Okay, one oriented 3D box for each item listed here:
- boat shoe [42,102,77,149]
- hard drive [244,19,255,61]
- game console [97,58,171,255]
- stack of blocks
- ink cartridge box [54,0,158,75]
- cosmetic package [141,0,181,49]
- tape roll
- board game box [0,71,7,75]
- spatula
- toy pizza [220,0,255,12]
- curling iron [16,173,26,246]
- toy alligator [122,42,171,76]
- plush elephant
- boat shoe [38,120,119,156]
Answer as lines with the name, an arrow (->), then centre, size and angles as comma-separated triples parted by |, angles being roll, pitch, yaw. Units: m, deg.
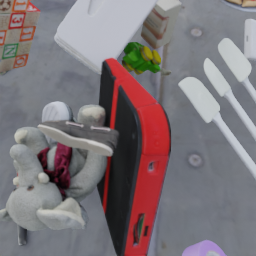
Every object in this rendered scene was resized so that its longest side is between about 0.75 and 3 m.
boat shoe -> -1.305, 0.037, 5.619 | 0.706, 1.990, 0.717 | -13, 72, -27
hard drive -> 3.335, -2.116, 6.981 | 1.365, 0.182, 0.901 | -3, 94, -38
game console -> -0.114, 0.495, 4.648 | 0.427, 2.748, 2.430 | -2, 31, -17
stack of blocks -> -2.964, -2.669, 6.350 | 0.869, 2.968, 1.709 | 42, 39, 11
ink cartridge box -> -0.487, -2.306, 6.243 | 1.161, 2.774, 2.012 | 35, 94, -13
cosmetic package -> 0.807, -2.761, 7.208 | 0.557, 1.277, 0.660 | -32, 69, -22
tape roll -> 1.115, 2.021, 3.763 | 0.299, 0.910, 0.910 | -37, 55, 30
board game box -> -4.179, -2.296, 9.784 | 0.527, 0.118, 1.006 | 35, 65, 21
spatula -> 2.363, -0.358, 5.764 | 2.711, 0.218, 1.885 | 50, 60, -9
toy pizza -> 3.068, -4.015, 6.702 | 2.422, 0.384, 2.422 | 0, 89, 6
curling iron -> -2.669, 1.703, 7.286 | 0.621, 0.320, 2.505 | -4, 59, -3
toy alligator -> 0.444, -1.699, 6.867 | 0.657, 2.215, 0.601 | -25, 79, 30
plush elephant -> -1.220, 0.783, 4.189 | 1.714, 1.611, 2.081 | -9, 91, 17
boat shoe -> -0.628, 0.068, 3.595 | 1.091, 0.365, 0.311 | 16, 61, 18
